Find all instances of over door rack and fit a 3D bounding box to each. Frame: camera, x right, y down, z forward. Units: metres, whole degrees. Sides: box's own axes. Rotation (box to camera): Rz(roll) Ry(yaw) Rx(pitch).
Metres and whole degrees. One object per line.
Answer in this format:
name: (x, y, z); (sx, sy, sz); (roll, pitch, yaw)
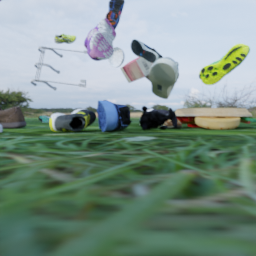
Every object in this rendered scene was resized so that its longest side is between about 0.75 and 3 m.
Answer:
over door rack: (-2.345, -2.146, 10.107); (2.059, 1.521, 0.686); (3, -18, 7)

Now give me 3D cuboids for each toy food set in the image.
toy food set: (3.141, -0.362, 10.446); (2.922, 0.718, 2.952); (-2, 3, -37)

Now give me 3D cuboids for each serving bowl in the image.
serving bowl: (-0.547, -3.613, 14.446); (1.044, 1.044, 0.343); (2, 2, 41)

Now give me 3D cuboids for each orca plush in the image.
orca plush: (0.763, -0.089, 8.421); (1.003, 0.678, 1.906); (50, -19, -27)

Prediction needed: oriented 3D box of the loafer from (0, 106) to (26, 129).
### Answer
loafer: (-4.834, -0.421, 9.908); (2.470, 0.877, 0.902); (0, 3, -1)

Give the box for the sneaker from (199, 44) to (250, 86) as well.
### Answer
sneaker: (3.446, -2.192, 9.981); (0.884, 0.783, 2.115); (-21, -9, -42)

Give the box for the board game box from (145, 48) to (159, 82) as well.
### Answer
board game box: (1.343, -2.861, 13.493); (0.711, 1.468, 1.171); (-29, -47, 34)

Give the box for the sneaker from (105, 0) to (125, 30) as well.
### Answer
sneaker: (-0.470, -3.891, 9.570); (0.533, 1.416, 0.555); (15, -27, 6)

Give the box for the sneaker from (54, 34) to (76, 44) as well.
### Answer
sneaker: (-2.555, -3.662, 11.446); (0.930, 0.351, 0.355); (-17, -22, -23)

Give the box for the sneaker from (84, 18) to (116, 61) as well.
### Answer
sneaker: (-0.818, -2.164, 7.247); (0.762, 0.693, 1.723); (-23, 34, 24)

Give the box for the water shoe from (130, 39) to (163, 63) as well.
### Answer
water shoe: (0.667, -2.836, 10.534); (0.577, 0.522, 1.461); (-8, 45, -47)

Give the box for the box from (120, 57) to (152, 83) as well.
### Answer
box: (0.390, -2.568, 12.207); (0.698, 0.820, 1.282); (-40, 17, -30)

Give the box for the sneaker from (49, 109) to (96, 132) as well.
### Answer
sneaker: (-1.404, -0.146, 7.998); (0.737, 0.649, 1.743); (9, 16, 31)

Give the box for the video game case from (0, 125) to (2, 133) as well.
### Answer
video game case: (-4.781, 0.018, 7.160); (2.021, 0.244, 2.217); (2, 3, 38)

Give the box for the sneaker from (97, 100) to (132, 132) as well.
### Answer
sneaker: (-0.363, -0.382, 8.429); (1.042, 0.938, 2.674); (-8, 2, -8)

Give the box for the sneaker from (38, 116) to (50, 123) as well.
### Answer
sneaker: (-4.923, -0.467, 17.283); (1.170, 0.435, 0.512); (10, -9, -4)

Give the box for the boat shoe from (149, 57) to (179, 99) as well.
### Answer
boat shoe: (1.356, -1.959, 10.114); (0.963, 0.983, 2.759); (24, -12, 9)

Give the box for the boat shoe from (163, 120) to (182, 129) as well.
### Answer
boat shoe: (1.510, -0.206, 9.817); (0.471, 0.459, 1.244); (-1, 3, -14)
